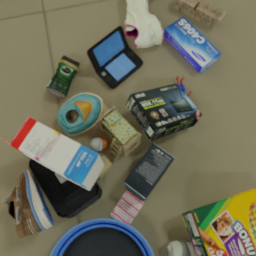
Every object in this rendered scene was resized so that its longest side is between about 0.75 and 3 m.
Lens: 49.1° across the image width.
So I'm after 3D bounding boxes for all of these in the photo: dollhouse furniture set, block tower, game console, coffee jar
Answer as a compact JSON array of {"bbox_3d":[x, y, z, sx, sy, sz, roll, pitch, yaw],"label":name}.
[{"bbox_3d":[-0.912,0.183,8.330,1.745,1.097,1.973,-41,76,-12],"label":"dollhouse furniture set"},{"bbox_3d":[2.526,-4.289,10.127,1.852,0.535,0.500,33,74,12],"label":"block tower"},{"bbox_3d":[-0.380,-2.283,9.187,1.513,0.898,1.304,-42,82,-13],"label":"game console"},{"bbox_3d":[-2.108,-1.685,9.182,0.690,0.564,1.323,25,73,-14],"label":"coffee jar"}]

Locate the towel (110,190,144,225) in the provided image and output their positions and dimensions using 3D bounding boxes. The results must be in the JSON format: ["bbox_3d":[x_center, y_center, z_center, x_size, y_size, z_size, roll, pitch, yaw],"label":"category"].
[{"bbox_3d":[-0.034,2.350,8.123,0.651,0.133,0.889,33,75,11],"label":"towel"}]

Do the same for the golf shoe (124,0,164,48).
[{"bbox_3d":[0.261,-3.895,9.788,1.170,0.963,2.557,-24,72,-4],"label":"golf shoe"}]

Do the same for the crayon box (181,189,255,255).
[{"bbox_3d":[2.864,3.105,7.269,2.151,0.727,2.493,-12,70,-19],"label":"crayon box"}]

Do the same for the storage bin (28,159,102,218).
[{"bbox_3d":[-1.757,1.461,8.019,1.308,0.907,1.935,-34,76,-10],"label":"storage bin"}]

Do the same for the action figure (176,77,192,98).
[{"bbox_3d":[1.844,-1.223,9.110,0.333,0.506,1.022,3,72,-27],"label":"action figure"}]

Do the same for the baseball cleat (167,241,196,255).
[{"bbox_3d":[1.589,4.085,7.236,1.157,0.758,2.174,-1,75,-6],"label":"baseball cleat"}]

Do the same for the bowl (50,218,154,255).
[{"bbox_3d":[-0.671,3.882,7.309,2.903,0.570,2.903,1,71,-2],"label":"bowl"}]

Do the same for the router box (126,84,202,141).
[{"bbox_3d":[1.073,-0.523,8.367,1.864,0.579,1.397,-17,59,-31],"label":"router box"}]

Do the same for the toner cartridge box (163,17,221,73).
[{"bbox_3d":[2.181,-2.894,9.689,0.924,0.420,1.945,-37,75,-13],"label":"toner cartridge box"}]

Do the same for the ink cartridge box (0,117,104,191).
[{"bbox_3d":[-1.906,0.596,7.079,2.462,1.431,0.828,27,74,8],"label":"ink cartridge box"}]

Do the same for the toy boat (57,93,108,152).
[{"bbox_3d":[-1.251,-0.135,8.419,1.583,0.875,1.883,-37,83,13],"label":"toy boat"}]

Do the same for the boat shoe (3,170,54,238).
[{"bbox_3d":[-2.692,1.867,7.222,0.900,2.486,0.898,-27,114,-18],"label":"boat shoe"}]

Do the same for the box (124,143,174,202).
[{"bbox_3d":[0.586,1.292,7.995,0.744,1.031,1.389,35,75,12],"label":"box"}]
